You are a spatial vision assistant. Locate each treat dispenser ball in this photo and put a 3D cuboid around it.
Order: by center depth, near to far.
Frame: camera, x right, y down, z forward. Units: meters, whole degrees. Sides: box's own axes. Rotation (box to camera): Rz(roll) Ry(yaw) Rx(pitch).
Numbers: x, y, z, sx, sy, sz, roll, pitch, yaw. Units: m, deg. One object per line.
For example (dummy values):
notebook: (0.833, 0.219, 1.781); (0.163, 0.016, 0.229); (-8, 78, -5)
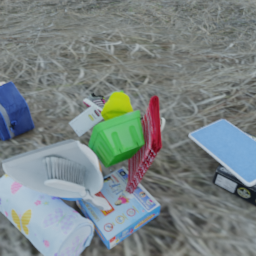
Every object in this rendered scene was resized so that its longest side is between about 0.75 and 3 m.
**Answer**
treat dispenser ball: (-1.488, 1.230, 7.712); (1.504, 1.504, 1.504); (0, 41, 0)

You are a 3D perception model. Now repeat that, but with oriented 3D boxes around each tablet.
tablet: (3.428, 0.682, 9.058); (1.724, 0.181, 2.650); (-21, 42, -23)

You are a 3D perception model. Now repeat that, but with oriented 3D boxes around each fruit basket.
fruit basket: (-0.400, -0.073, 7.774); (1.474, 2.044, 2.044); (-20, 45, -19)

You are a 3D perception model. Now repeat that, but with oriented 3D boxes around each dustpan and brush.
dustpan and brush: (-1.175, 1.339, 6.521); (2.026, 2.902, 0.831); (-17, 61, 21)

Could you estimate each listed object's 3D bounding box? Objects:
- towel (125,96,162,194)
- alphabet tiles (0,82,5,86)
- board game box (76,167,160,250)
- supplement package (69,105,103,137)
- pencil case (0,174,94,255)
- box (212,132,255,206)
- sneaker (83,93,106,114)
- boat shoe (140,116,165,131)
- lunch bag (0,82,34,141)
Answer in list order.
towel: (0.364, 0.501, 7.663); (0.273, 2.432, 1.759); (13, 47, -10)
alphabet tiles: (-6.441, -1.754, 12.966); (1.531, 0.112, 1.497); (-18, 45, -19)
board game box: (-0.330, 2.212, 8.112); (1.772, 0.506, 1.810); (-26, 47, -26)
supplement package: (-1.344, -0.229, 9.033); (0.969, 0.537, 0.755); (-38, 6, -6)
pencil case: (-2.300, 2.256, 7.481); (2.986, 1.241, 1.354); (27, 21, 28)
box: (4.521, 1.509, 8.755); (2.966, 0.728, 2.391); (26, 49, 27)
sneaker: (-1.087, -0.970, 11.459); (1.574, 0.581, 0.689); (28, 78, 23)
boat shoe: (0.269, 0.029, 9.236); (0.699, 2.350, 0.844); (29, 67, -24)
lunch bag: (-4.631, -0.558, 10.541); (1.454, 1.493, 2.198); (-26, 49, -25)
